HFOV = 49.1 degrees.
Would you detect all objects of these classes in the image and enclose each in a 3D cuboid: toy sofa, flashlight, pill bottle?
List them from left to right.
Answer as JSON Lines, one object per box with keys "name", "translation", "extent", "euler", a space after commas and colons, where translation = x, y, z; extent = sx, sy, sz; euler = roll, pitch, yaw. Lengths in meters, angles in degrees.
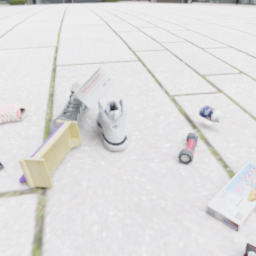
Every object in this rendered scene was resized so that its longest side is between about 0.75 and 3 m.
{"name": "toy sofa", "translation": [-2.440, 0.710, 8.658], "extent": [1.160, 0.984, 2.376], "euler": [2, 30, 16]}
{"name": "flashlight", "translation": [2.030, 0.633, 9.392], "extent": [0.492, 0.491, 1.449], "euler": [14, 35, 14]}
{"name": "pill bottle", "translation": [3.176, -0.505, 10.643], "extent": [0.508, 0.508, 0.916], "euler": [-23, 39, -33]}

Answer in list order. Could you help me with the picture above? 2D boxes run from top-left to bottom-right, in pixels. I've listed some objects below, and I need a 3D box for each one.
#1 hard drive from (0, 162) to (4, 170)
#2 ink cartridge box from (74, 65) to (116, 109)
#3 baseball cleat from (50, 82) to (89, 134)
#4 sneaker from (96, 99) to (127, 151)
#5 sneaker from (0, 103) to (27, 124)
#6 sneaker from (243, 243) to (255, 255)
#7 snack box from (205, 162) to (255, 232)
{"name": "hard drive", "translation": [-5.531, 0.993, 8.653], "extent": [2.922, 0.618, 1.971], "euler": [19, 36, 28]}
{"name": "ink cartridge box", "translation": [-1.119, -1.309, 9.286], "extent": [1.256, 0.723, 2.168], "euler": [-47, 12, -1]}
{"name": "baseball cleat", "translation": [-2.222, -0.843, 10.825], "extent": [1.018, 1.554, 2.921], "euler": [12, 34, 6]}
{"name": "sneaker", "translation": [-0.616, -0.474, 10.190], "extent": [1.014, 1.551, 2.698], "euler": [-7, 32, -11]}
{"name": "sneaker", "translation": [-4.835, -0.509, 11.112], "extent": [0.933, 0.672, 1.785], "euler": [13, 29, 29]}
{"name": "sneaker", "translation": [3.027, 2.668, 5.904], "extent": [1.605, 0.607, 0.927], "euler": [-18, 33, -26]}
{"name": "snack box", "translation": [3.183, 1.760, 7.679], "extent": [0.909, 0.308, 2.530], "euler": [26, 40, 36]}
